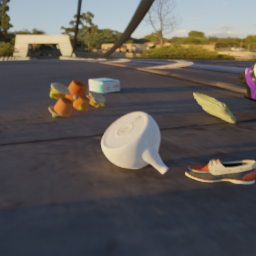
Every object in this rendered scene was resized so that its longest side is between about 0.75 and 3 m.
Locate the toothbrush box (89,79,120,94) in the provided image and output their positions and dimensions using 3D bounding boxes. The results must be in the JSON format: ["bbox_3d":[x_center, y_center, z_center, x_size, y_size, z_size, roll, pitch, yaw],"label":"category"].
[{"bbox_3d":[-1.291,-2.281,15.080,1.080,0.629,1.476,-13,21,-36],"label":"toothbrush box"}]

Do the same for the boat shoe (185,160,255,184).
[{"bbox_3d":[1.762,0.795,5.357,1.293,0.404,0.460,2,19,12],"label":"boat shoe"}]

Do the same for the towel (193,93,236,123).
[{"bbox_3d":[2.861,-0.661,9.336,1.072,0.264,1.445,37,0,-38],"label":"towel"}]

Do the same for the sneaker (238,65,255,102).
[{"bbox_3d":[4.503,-1.118,9.215,1.142,2.295,0.798,-24,27,55],"label":"sneaker"}]

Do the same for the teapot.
[{"bbox_3d":[0.146,0.376,5.879,1.321,0.978,1.339,-19,33,26],"label":"teapot"}]

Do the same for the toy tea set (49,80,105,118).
[{"bbox_3d":[-2.197,-0.969,10.821,1.659,1.033,2.790,37,26,14],"label":"toy tea set"}]
